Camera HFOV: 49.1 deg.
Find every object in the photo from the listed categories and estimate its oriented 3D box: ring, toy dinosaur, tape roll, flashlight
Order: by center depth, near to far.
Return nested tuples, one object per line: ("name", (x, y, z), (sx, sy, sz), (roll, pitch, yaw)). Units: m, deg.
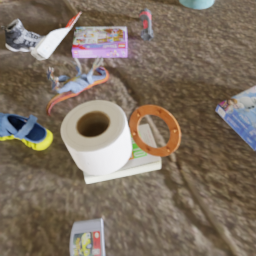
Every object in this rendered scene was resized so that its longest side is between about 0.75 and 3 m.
("ring", (0.745, 0.130, 8.416), (1.697, 1.697, 0.163), (29, 36, 19))
("tape roll", (-0.909, 0.285, 8.470), (1.928, 1.324, 1.928), (-5, 51, 6))
("toy dinosaur", (-1.952, -1.835, 11.149), (2.441, 2.690, 1.412), (4, 28, -40))
("flashlight", (0.812, -4.955, 13.456), (0.617, 0.615, 1.815), (27, 50, -33))

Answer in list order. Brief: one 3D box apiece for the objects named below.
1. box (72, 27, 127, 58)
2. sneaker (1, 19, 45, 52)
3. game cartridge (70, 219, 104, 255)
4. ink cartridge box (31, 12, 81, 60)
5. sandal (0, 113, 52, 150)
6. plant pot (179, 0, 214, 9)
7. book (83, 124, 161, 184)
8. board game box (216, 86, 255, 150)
("box", (-1.266, -3.909, 12.741), (2.417, 0.472, 1.654), (-1, 54, 0))
("sneaker", (-4.445, -4.073, 12.379), (2.204, 1.254, 0.832), (-2, 54, -1))
("game cartridge", (-1.131, 3.247, 7.715), (0.925, 0.284, 1.390), (-8, 54, -1))
("ink cartridge box", (-2.585, -3.299, 9.873), (1.988, 0.470, 1.591), (-56, 26, -6))
("sandal", (-3.939, -0.116, 9.602), (2.669, 1.162, 1.061), (10, 57, 10))
("plant pot", (3.687, -7.369, 14.762), (1.896, 1.277, 1.896), (0, 55, 0))
("book", (-0.314, 0.809, 9.347), (2.457, 0.590, 1.641), (-12, 53, -5))
("board game box", (4.704, -0.462, 10.263), (2.053, 0.447, 2.063), (-25, 58, -18))
